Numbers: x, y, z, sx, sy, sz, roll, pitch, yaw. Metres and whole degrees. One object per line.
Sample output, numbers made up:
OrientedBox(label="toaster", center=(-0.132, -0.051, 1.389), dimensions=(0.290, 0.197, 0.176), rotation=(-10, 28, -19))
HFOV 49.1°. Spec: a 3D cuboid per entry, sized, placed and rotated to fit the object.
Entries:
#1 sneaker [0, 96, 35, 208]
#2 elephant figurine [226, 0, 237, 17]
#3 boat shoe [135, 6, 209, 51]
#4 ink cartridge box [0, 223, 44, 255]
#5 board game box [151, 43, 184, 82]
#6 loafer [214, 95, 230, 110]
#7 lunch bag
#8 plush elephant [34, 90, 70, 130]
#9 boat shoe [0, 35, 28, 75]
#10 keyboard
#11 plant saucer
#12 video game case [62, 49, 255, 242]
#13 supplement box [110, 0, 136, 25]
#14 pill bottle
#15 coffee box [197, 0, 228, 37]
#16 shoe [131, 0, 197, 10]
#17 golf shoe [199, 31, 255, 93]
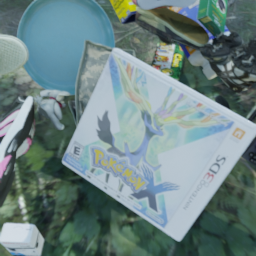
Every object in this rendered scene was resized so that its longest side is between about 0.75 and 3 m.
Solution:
OrientedBox(label="sneaker", center=(-2.738, 0.235, 5.728), dimensions=(1.168, 1.086, 2.705), rotation=(13, 41, -6))
OrientedBox(label="elephant figurine", center=(2.990, -4.388, 9.844), dimensions=(1.726, 1.893, 2.440), rotation=(-34, 45, -1))
OrientedBox(label="boat shoe", center=(1.237, -2.939, 8.339), dimensions=(2.477, 0.814, 0.885), rotation=(37, 54, 17))
OrientedBox(label="ink cartridge box", center=(-2.582, 2.752, 6.858), dimensions=(0.747, 1.033, 0.435), rotation=(1, 49, 1))
OrientedBox(label="board game box", center=(1.716, -2.876, 12.223), dimensions=(1.288, 0.288, 2.458), rotation=(11, 50, 7))
OrientedBox(label="loafer", center=(2.417, -0.434, 7.122), dimensions=(0.310, 0.308, 0.851), rotation=(-32, 97, -17))
OrientedBox(label="lunch bag", center=(-0.630, -0.729, 7.159), dimensions=(1.423, 2.421, 1.986), rotation=(12, 6, 3))
OrientedBox(label="plush elephant", center=(-1.638, -0.525, 6.162), dimensions=(0.720, 0.874, 0.677), rotation=(20, 53, 30))
OrientedBox(label="boat shoe", center=(-3.144, -1.649, 6.479), dimensions=(2.413, 0.900, 0.751), rotation=(-6, 30, 32))
OrientedBox(label="keyboard", center=(3.069, -0.056, 5.761), dimensions=(1.271, 2.001, 0.206), rotation=(35, 28, 4))
OrientedBox(label="plant saucer", center=(-1.619, -2.238, 7.578), dimensions=(2.687, 2.687, 0.368), rotation=(-27, 31, -21))
OrientedBox(label="video game case", center=(0.398, 0.362, 5.411), dimensions=(2.943, 2.683, 0.324), rotation=(32, 19, 11))
OrientedBox(label="supplement box", center=(-0.085, -4.017, 8.994), dimensions=(0.611, 0.607, 1.115), rotation=(-28, 91, -37))
OrientedBox(label="pill bottle", center=(2.335, -2.935, 8.934), dimensions=(1.481, 1.481, 2.644), rotation=(-28, 84, -22))
OrientedBox(label="coffee box", center=(2.329, -3.428, 7.632), dimensions=(0.349, 0.975, 1.585), rotation=(-4, 72, 45))
OrientedBox(label="shoe", center=(0.945, -3.510, 7.428), dimensions=(1.712, 0.612, 0.779), rotation=(-12, 33, -11))
OrientedBox(label="golf shoe", center=(2.983, -1.461, 6.779), dimensions=(1.150, 1.398, 2.958), rotation=(-34, 28, 3))
